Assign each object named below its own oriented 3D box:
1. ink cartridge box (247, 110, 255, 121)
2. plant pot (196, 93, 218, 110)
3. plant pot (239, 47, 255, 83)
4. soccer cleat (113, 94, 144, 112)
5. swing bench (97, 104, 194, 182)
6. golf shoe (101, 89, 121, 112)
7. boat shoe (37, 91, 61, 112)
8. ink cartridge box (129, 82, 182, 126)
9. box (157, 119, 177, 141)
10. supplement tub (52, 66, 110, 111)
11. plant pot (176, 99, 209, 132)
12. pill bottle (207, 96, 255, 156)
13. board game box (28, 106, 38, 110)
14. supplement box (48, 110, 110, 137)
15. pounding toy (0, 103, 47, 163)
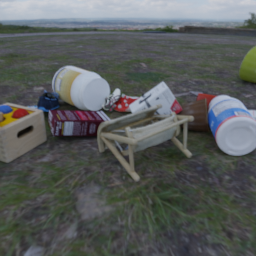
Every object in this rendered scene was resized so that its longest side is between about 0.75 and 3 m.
[{"bbox_3d":[5.296,-0.457,12.899,1.149,0.503,0.835,0,24,20],"label":"ink cartridge box"},{"bbox_3d":[3.763,-0.990,13.730,1.000,1.001,0.882,14,40,27],"label":"plant pot"},{"bbox_3d":[9.174,-3.800,18.422,2.402,2.402,2.568,-19,42,-35],"label":"plant pot"},{"bbox_3d":[0.433,-1.116,14.066,2.767,1.178,0.949,-7,54,37],"label":"soccer cleat"},{"bbox_3d":[0.532,0.260,10.009,2.517,1.642,2.530,-20,32,-28],"label":"swing bench"},{"bbox_3d":[-0.827,-1.478,14.191,0.594,1.349,0.521,35,-15,-31],"label":"golf shoe"},{"bbox_3d":[-4.000,-1.439,14.398,1.046,0.853,2.486,0,14,-9],"label":"boat shoe"},{"bbox_3d":[1.159,-0.851,11.982,1.828,1.319,0.766,-35,29,10],"label":"ink cartridge box"},{"bbox_3d":[1.590,0.043,11.559,0.916,0.834,0.477,5,25,11],"label":"box"},{"bbox_3d":[-2.472,-2.056,14.682,1.993,1.993,2.760,-21,33,-38],"label":"supplement tub"},{"bbox_3d":[2.706,-0.485,12.301,1.536,1.436,1.436,-6,23,18],"label":"plant pot"},{"bbox_3d":[4.073,-0.260,11.241,1.602,1.602,2.855,2,26,4],"label":"pill bottle"},{"bbox_3d":[-5.230,-0.681,13.728,1.719,0.298,1.085,-11,27,-22],"label":"board game box"},{"bbox_3d":[-2.035,-0.201,11.752,2.376,0.723,1.293,1,22,-26],"label":"supplement box"},{"bbox_3d":[-4.657,-0.004,10.447,2.408,1.860,2.616,12,28,25],"label":"pounding toy"}]
